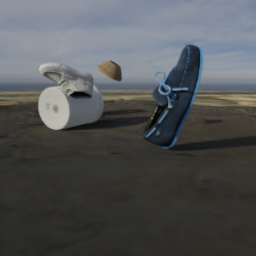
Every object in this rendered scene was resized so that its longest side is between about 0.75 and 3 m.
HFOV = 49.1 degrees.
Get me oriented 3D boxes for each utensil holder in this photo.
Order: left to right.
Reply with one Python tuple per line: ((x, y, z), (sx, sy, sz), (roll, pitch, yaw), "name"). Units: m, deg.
((-2.298, -0.897, 11.451), (1.767, 1.767, 2.080), (6, 14, 29), "utensil holder")

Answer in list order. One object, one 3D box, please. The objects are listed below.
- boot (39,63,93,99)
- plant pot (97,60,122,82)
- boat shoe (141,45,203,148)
((-2.103, -1.578, 9.764), (1.952, 0.933, 0.718), (8, -29, -27), "boot")
((-0.574, -2.060, 9.817), (0.960, 0.443, 0.960), (27, 20, -11), "plant pot")
((1.018, -0.680, 6.893), (0.949, 2.764, 1.163), (12, 23, -7), "boat shoe")
